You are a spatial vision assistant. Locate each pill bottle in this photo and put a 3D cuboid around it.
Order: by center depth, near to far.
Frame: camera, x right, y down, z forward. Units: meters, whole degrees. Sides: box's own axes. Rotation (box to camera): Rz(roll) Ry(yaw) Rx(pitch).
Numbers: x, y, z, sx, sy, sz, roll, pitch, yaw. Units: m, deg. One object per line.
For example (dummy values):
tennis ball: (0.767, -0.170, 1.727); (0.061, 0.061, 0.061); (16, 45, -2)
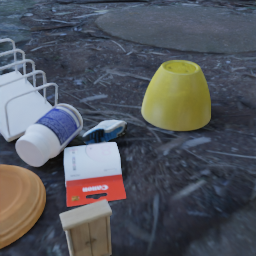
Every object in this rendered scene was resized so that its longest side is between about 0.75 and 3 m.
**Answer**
pill bottle: (-2.144, 0.176, 7.770); (1.068, 1.068, 1.846); (13, 36, 18)

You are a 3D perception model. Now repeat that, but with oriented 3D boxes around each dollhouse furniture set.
dollhouse furniture set: (-0.509, 2.615, 3.978); (1.441, 1.231, 2.781); (-14, 36, -19)

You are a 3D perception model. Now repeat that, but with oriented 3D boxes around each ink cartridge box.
ink cartridge box: (-0.868, 1.074, 7.029); (1.420, 0.499, 1.748); (-6, 30, -9)

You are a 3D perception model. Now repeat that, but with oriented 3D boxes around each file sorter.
file sorter: (-3.618, -1.283, 8.710); (1.818, 1.631, 2.619); (-31, 64, -36)

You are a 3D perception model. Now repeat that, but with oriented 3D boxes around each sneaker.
sneaker: (-0.787, 0.109, 8.426); (1.531, 0.574, 0.663); (-20, 31, -40)

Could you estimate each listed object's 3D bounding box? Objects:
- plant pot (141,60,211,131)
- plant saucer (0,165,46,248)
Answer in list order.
plant pot: (1.665, -1.254, 9.340); (2.382, 1.690, 2.382); (0, 33, 0)
plant saucer: (-3.096, 1.603, 6.195); (2.426, 0.454, 2.426); (1, 34, 0)
